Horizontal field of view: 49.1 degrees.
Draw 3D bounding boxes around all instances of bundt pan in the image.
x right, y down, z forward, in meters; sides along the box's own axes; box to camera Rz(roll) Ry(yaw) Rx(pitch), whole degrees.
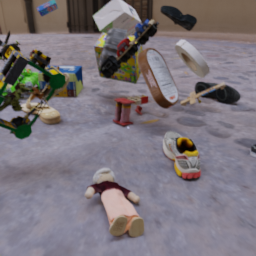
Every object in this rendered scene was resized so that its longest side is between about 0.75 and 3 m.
[{"bbox_3d":[-0.476,-2.181,7.933,0.520,1.385,1.385,17,23,-7],"label":"bundt pan"}]

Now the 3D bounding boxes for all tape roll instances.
[{"bbox_3d":[2.889,-3.113,12.696,0.366,2.004,2.004,-42,27,6],"label":"tape roll"}]

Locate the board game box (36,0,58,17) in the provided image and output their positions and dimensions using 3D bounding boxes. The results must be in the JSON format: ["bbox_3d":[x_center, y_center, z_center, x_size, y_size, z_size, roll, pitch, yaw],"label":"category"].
[{"bbox_3d":[-3.160,-4.697,10.985,0.764,0.172,0.581,-30,4,-3],"label":"board game box"}]

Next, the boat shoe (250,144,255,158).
[{"bbox_3d":[4.705,0.825,9.156,1.302,0.445,0.481,17,30,33],"label":"boat shoe"}]

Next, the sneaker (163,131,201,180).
[{"bbox_3d":[1.756,0.632,8.956,0.916,0.967,2.354,-4,24,-10],"label":"sneaker"}]

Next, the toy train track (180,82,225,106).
[{"bbox_3d":[2.025,-0.855,7.560,1.258,0.205,0.722,-25,24,25],"label":"toy train track"}]

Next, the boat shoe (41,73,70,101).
[{"bbox_3d":[-2.882,-1.626,11.009,1.418,0.512,0.461,-43,-6,-1],"label":"boat shoe"}]

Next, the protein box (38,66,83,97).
[{"bbox_3d":[-3.709,-2.646,15.692,1.972,1.330,1.957,1,25,2],"label":"protein box"}]

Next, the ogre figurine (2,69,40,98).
[{"bbox_3d":[-5.758,-2.452,15.447,1.683,1.377,2.806,-15,8,10],"label":"ogre figurine"}]

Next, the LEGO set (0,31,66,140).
[{"bbox_3d":[-3.042,-1.092,7.433,1.946,2.530,1.466,17,18,-48],"label":"LEGO set"}]

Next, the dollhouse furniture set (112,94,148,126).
[{"bbox_3d":[0.248,-0.803,12.168,1.866,1.004,0.759,-15,27,-43],"label":"dollhouse furniture set"}]

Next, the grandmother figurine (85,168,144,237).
[{"bbox_3d":[-0.428,1.722,7.009,1.403,0.701,2.314,22,12,-25],"label":"grandmother figurine"}]

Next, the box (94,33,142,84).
[{"bbox_3d":[-0.398,-3.355,13.496,1.980,1.907,1.208,14,55,14],"label":"box"}]

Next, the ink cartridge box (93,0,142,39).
[{"bbox_3d":[-0.312,-4.192,10.987,1.200,0.690,2.049,-29,-6,24],"label":"ink cartridge box"}]

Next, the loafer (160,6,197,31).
[{"bbox_3d":[1.684,-3.769,9.695,1.330,0.481,0.484,30,60,4],"label":"loafer"}]

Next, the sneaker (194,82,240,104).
[{"bbox_3d":[4.818,-1.966,14.778,1.167,0.976,2.571,-10,28,-39],"label":"sneaker"}]

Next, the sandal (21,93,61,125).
[{"bbox_3d":[-4.010,-1.131,12.751,1.138,1.021,3.103,-19,31,-36],"label":"sandal"}]

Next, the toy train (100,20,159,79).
[{"bbox_3d":[-0.030,-1.699,6.027,1.773,0.406,0.302,-36,14,37],"label":"toy train"}]

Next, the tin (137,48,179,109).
[{"bbox_3d":[1.127,-1.849,10.342,0.490,2.341,1.311,-25,0,44],"label":"tin"}]
